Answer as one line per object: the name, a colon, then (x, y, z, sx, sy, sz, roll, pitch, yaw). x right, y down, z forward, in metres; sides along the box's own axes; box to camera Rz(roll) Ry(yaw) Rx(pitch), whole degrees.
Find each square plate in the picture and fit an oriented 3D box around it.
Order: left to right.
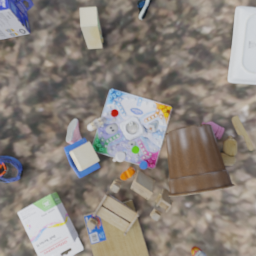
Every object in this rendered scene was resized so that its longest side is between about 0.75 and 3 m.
square plate: (5.391, -3.042, 10.486, 2.906, 0.417, 2.933, 6, 93, 4)

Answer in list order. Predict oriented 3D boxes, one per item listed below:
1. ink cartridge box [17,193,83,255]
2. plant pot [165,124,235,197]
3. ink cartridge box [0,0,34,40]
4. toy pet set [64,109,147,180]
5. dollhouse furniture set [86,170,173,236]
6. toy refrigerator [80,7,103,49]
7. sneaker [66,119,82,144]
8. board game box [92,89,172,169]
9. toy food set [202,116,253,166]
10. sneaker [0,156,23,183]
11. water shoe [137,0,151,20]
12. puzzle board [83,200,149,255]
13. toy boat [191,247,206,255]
ink cartridge box: (-2.653, 3.591, 9.735, 1.332, 0.766, 2.275, -29, 83, -3)
plant pot: (2.169, 1.061, 9.242, 2.105, 2.105, 2.084, -10, 77, -1)
ink cartridge box: (-4.886, -4.063, 10.097, 2.898, 1.977, 1.106, -10, 86, -2)
toy pet set: (-0.926, 0.896, 9.975, 2.212, 1.258, 2.369, -27, 89, -21)
dollhouse furniture set: (0.072, 2.870, 9.959, 2.071, 1.186, 2.428, 33, 104, 1)
toy refrigerator: (-1.280, -3.551, 10.122, 0.633, 1.810, 0.687, -4, 82, -1)
sneaker: (-1.957, 0.196, 10.406, 0.386, 0.536, 1.025, -17, 51, 33)
board game box: (0.144, 0.008, 10.426, 2.480, 0.321, 2.480, 17, 83, 2)
toy food set: (2.887, 0.765, 10.304, 2.938, 0.463, 1.868, -24, 83, 5)
sneaker: (-5.025, 1.369, 9.864, 2.642, 1.036, 0.995, 12, 88, 2)
water shoe: (0.543, -4.742, 10.997, 0.467, 0.423, 1.184, 17, 71, 11)
puzzle board: (-0.381, 4.046, 9.968, 1.868, 0.216, 2.479, -17, 83, -2)
toy boat: (2.336, 5.168, 9.433, 1.787, 0.988, 2.126, 2, 83, 1)
